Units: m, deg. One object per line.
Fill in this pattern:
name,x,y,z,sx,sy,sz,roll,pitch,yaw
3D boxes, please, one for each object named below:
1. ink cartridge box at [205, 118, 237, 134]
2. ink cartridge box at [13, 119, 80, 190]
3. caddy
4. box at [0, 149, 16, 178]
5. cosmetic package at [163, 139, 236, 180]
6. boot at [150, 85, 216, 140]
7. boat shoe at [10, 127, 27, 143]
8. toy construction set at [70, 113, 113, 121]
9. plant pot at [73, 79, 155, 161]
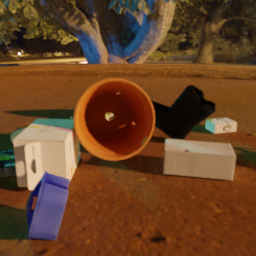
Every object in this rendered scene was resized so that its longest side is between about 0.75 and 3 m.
ink cartridge box,4.531,-0.111,13.681,1.193,0.501,0.868,-5,19,-15
ink cartridge box,-2.549,0.809,9.079,1.551,1.592,2.477,1,19,0
caddy,-1.888,1.769,6.353,0.829,1.580,1.117,14,15,-13
box,-4.379,1.215,9.745,1.722,0.409,1.663,-5,16,-13
cosmetic package,2.348,1.033,9.466,2.250,0.913,1.269,2,16,9
boot,1.843,-0.936,11.512,2.841,2.387,1.085,37,40,0
boat shoe,-3.880,0.279,11.969,2.453,0.877,0.733,-9,19,-44
toy construction set,-1.843,-0.439,13.946,2.494,1.149,1.635,-15,46,-24
plant pot,-0.573,-0.329,9.907,2.664,2.664,1.865,-3,6,-10
